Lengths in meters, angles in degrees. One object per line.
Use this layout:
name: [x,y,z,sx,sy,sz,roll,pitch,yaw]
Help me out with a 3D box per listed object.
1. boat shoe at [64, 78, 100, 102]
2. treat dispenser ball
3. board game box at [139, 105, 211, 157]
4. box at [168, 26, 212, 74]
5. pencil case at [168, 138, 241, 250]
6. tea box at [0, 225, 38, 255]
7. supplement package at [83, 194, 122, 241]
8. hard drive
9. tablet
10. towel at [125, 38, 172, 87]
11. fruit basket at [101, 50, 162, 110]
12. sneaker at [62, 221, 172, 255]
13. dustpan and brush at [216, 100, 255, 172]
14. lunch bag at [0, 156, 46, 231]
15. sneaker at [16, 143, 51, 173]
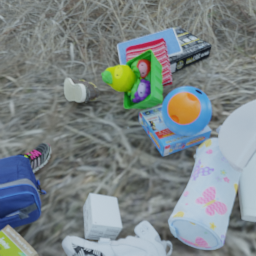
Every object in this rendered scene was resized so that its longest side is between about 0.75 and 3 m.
boat shoe: [-1.798,-1.392,10.381,0.699,0.844,2.350,-6,15,-28]
treat dispenser ball: [1.777,-0.505,8.572,1.504,1.504,1.504,0,45,0]
board game box: [1.546,-0.073,9.550,1.810,0.506,1.772,-17,48,-16]
box: [1.946,-3.613,12.952,2.966,0.728,2.391,-28,54,-25]
pencil case: [2.117,1.600,7.348,1.354,1.241,2.986,19,48,17]
tea box: [-2.523,3.086,5.690,0.978,1.464,1.441,29,52,26]
supplement package: [-0.649,2.198,6.910,0.755,0.537,0.969,15,29,-20]
hard drive: [3.929,1.610,8.006,1.540,0.307,2.335,7,46,7]
tablet: [0.875,-3.416,12.122,2.650,0.181,1.724,-15,54,7]
towel: [0.776,-2.548,11.273,1.759,0.273,2.432,-11,58,11]
fruit basket: [0.174,-1.662,9.499,1.474,2.044,2.044,-18,29,42]
sneaker: [-0.197,2.782,6.433,2.440,0.917,1.402,21,48,13]
dustpan and brush: [2.899,0.081,7.296,2.026,0.831,2.902,-55,16,-1]
lunch bag: [-3.190,1.789,6.981,2.198,1.493,1.454,-13,47,-15]
sneaker: [-2.923,0.953,8.320,0.581,0.689,1.574,26,55,22]
